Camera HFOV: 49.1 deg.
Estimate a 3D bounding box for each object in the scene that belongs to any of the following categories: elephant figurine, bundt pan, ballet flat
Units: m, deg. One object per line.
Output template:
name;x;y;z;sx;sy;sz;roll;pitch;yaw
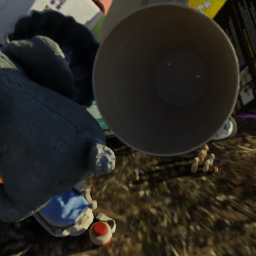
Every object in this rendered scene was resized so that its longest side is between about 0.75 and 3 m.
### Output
elephant figurine;-1.744;-0.349;3.876;2.260;2.914;2.062;-34;6;9
bundt pan;-1.421;-1.176;5.420;2.030;2.030;0.762;-39;11;-36
ballet flat;1.518;-0.151;5.303;1.842;0.626;0.630;34;27;-28

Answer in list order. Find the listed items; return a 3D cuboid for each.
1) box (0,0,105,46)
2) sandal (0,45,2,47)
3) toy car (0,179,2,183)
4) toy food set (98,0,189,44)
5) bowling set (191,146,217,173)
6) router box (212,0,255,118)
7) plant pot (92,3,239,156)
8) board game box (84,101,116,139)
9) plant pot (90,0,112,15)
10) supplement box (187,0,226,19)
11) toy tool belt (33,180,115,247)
box;-1.821;-2.492;6.762;2.085;2.889;0.525;-46;57;10
sandal;-2.438;-1.441;5.091;0.421;0.281;1.029;25;-1;-26
toy car;-3.128;0.807;7.010;0.516;0.760;1.550;32;51;-31
toy food set;0.589;-2.457;5.778;0.817;2.706;1.942;5;30;-47
bowling set;1.951;0.798;6.839;0.569;0.439;0.818;21;45;24
router box;2.386;-1.603;4.928;0.604;1.765;2.366;3;65;-18
plant pot;0.596;-0.661;3.902;1.822;1.822;1.223;18;19;20
board game box;-0.048;-0.463;8.201;2.488;0.350;1.683;-9;39;-19
plant pot;-1.653;-6.558;14.594;1.843;1.843;1.631;6;51;7
supplement box;2.027;-3.921;7.845;2.834;1.552;1.542;-50;12;1
toy tool belt;-1.114;1.539;5.459;1.774;1.090;1.108;22;45;24
